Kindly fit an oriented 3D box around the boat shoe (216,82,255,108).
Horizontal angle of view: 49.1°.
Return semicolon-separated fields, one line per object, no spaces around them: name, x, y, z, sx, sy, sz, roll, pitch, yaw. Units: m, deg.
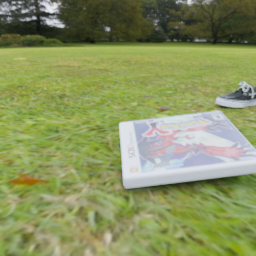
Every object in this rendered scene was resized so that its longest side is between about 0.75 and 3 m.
boat shoe;4.942;-1.417;11.718;2.729;0.932;1.008;-4;20;-12

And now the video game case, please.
video game case;1.239;0.364;6.653;2.853;0.328;2.600;-7;27;-1
